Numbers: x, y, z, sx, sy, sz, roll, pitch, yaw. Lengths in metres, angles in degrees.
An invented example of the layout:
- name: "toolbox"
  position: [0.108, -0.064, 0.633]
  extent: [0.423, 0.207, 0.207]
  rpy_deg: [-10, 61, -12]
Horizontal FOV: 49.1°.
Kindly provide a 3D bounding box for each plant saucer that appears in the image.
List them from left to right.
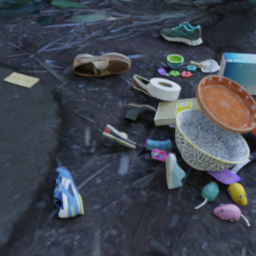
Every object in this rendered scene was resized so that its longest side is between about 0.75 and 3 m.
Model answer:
- name: "plant saucer"
  position: [3.410, -0.810, 9.727]
  extent: [2.390, 0.386, 2.390]
  rpy_deg: [11, 53, -16]

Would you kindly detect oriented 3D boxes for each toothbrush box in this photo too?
- name: "toothbrush box"
  position: [5.226, -2.382, 12.516]
  extent: [2.173, 1.591, 0.927]
  rpy_deg: [4, 40, 6]

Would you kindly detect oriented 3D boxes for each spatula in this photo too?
- name: "spatula"
  position: [1.936, -2.603, 13.911]
  extent: [0.358, 0.130, 1.268]
  rpy_deg: [-22, 45, -22]
- name: "spatula"
  position: [3.821, 1.179, 9.257]
  extent: [2.814, 0.289, 0.795]
  rpy_deg: [-21, 39, -27]

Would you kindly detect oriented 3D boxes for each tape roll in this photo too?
- name: "tape roll"
  position: [1.522, -1.628, 11.869]
  extent: [1.329, 0.465, 1.329]
  rpy_deg: [10, 28, -5]

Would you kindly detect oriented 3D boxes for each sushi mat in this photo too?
- name: "sushi mat"
  position: [-5.164, -2.312, 13.588]
  extent: [1.618, 0.098, 0.774]
  rpy_deg: [16, 43, 18]

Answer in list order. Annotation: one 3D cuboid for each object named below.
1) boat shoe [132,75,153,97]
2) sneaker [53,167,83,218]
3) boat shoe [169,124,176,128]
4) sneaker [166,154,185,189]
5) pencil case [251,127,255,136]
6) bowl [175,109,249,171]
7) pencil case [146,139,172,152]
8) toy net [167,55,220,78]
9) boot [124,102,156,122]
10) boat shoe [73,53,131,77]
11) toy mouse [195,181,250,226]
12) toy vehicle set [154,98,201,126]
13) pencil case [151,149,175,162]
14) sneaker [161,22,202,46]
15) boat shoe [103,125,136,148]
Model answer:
- name: "boat shoe"
  position: [0.936, -1.893, 12.747]
  extent: [1.715, 0.537, 0.611]
  rpy_deg: [27, 44, 25]
- name: "sneaker"
  position: [-1.905, 1.858, 8.248]
  extent: [0.740, 0.665, 1.799]
  rpy_deg: [-19, 43, -18]
- name: "boat shoe"
  position: [2.240, -0.127, 10.750]
  extent: [1.306, 0.427, 0.481]
  rpy_deg: [-8, 32, 15]
- name: "sneaker"
  position: [1.426, 1.273, 8.366]
  extent: [0.532, 1.298, 0.480]
  rpy_deg: [-8, 39, -2]
- name: "pencil case"
  position: [4.974, 0.246, 9.684]
  extent: [0.938, 0.938, 2.122]
  rpy_deg: [-10, 43, -11]
- name: "bowl"
  position: [2.467, 0.598, 9.085]
  extent: [2.495, 1.171, 2.495]
  rpy_deg: [15, 36, -12]
- name: "pencil case"
  position: [1.074, 0.616, 9.863]
  extent: [0.901, 0.383, 0.416]
  rpy_deg: [2, 81, 7]
- name: "toy net"
  position: [3.402, -3.140, 14.224]
  extent: [2.810, 0.543, 1.474]
  rpy_deg: [-1, 40, -1]
- name: "boot"
  position: [0.444, -0.504, 10.954]
  extent: [1.189, 0.461, 0.823]
  rpy_deg: [8, 56, 7]
- name: "boat shoe"
  position: [-1.325, -2.931, 13.665]
  extent: [2.939, 1.113, 1.055]
  rpy_deg: [1, 43, 15]
- name: "toy mouse"
  position: [2.734, 2.087, 8.191]
  extent: [1.643, 0.358, 1.849]
  rpy_deg: [-8, 41, -9]
- name: "toy vehicle set"
  position: [2.187, -0.664, 10.931]
  extent: [2.169, 0.288, 1.348]
  rpy_deg: [-5, 33, 21]
- name: "pencil case"
  position: [1.204, 0.968, 9.526]
  extent: [0.850, 0.376, 0.376]
  rpy_deg: [12, 42, 17]
- name: "sneaker"
  position: [3.246, -5.850, 16.920]
  extent: [2.610, 1.190, 1.012]
  rpy_deg: [19, 43, 22]
- name: "boat shoe"
  position: [-0.273, 0.321, 10.001]
  extent: [1.288, 0.458, 0.403]
  rpy_deg: [25, 72, 7]
